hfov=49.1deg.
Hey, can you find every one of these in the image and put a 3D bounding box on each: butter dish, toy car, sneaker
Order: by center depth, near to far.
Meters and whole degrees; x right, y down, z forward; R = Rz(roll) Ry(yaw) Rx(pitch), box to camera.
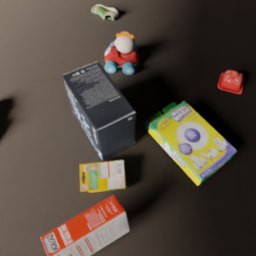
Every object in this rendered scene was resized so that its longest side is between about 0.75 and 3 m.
[{"bbox_3d":[3.865,-1.807,10.327,0.887,0.656,0.885,18,57,12],"label":"butter dish"},{"bbox_3d":[-0.253,-3.075,10.667,1.347,1.523,1.403,6,55,4],"label":"toy car"},{"bbox_3d":[-1.123,-5.212,12.789,1.304,0.501,0.578,13,64,11],"label":"sneaker"}]

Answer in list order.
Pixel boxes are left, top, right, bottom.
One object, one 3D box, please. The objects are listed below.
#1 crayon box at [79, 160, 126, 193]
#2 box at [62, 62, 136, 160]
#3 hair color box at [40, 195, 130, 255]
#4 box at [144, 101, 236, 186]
[{"bbox_3d":[-0.736,1.422,8.166,1.295,0.334,0.814,-5,71,0],"label":"crayon box"},{"bbox_3d":[-0.884,-0.533,8.781,1.274,1.765,2.379,-27,59,-16],"label":"box"},{"bbox_3d":[-0.958,2.522,6.682,1.904,1.056,0.609,-27,49,-18],"label":"hair color box"},{"bbox_3d":[1.859,0.286,8.836,1.562,0.644,2.663,-33,64,-21],"label":"box"}]
